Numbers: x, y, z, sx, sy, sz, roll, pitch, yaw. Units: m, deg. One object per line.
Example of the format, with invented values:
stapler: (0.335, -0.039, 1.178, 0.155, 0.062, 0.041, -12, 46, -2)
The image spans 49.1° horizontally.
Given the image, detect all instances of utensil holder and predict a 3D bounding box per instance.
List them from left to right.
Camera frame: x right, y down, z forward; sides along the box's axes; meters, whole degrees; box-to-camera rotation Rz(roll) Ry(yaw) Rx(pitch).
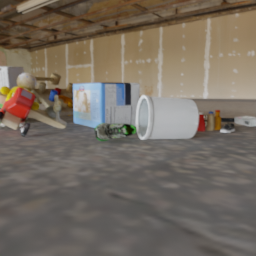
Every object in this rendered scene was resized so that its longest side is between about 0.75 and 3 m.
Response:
utensil holder: (0.969, -0.238, 7.118, 1.304, 1.109, 1.109, 2, 7, -14)

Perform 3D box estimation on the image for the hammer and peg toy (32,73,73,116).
hammer and peg toy: (-3.087, -1.356, 12.176, 2.046, 0.981, 2.781, -9, 40, -47)

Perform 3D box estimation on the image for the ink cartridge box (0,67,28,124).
ink cartridge box: (-5.638, -1.296, 10.966, 2.940, 2.129, 1.234, 1, 12, 9)

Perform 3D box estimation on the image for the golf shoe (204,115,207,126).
golf shoe: (2.581, -0.168, 9.697, 1.022, 0.395, 0.450, -10, 30, -32)

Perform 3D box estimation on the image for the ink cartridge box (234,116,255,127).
ink cartridge box: (4.650, -0.274, 10.337, 0.978, 0.245, 1.126, -7, 8, -5)

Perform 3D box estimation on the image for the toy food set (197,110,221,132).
toy food set: (2.243, -0.245, 8.919, 1.393, 0.627, 0.665, 2, 8, 14)

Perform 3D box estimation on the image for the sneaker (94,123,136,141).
sneaker: (-0.305, 0.049, 6.779, 1.131, 0.441, 0.482, -10, 0, -35)

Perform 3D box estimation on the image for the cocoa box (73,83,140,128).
cocoa box: (-0.836, -0.817, 9.802, 1.485, 1.509, 2.263, -5, 9, -34)

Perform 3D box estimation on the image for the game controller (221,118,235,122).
game controller: (3.892, -0.348, 11.365, 0.946, 0.199, 0.493, 2, 8, 9)

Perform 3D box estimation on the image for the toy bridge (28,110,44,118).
toy bridge: (-4.578, -0.607, 12.975, 0.673, 0.273, 2.003, 0, 9, 18)

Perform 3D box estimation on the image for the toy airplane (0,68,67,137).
toy airplane: (-3.287, -0.785, 8.369, 2.495, 1.768, 2.506, 20, -9, 18)

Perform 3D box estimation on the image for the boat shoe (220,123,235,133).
boat shoe: (3.026, -0.013, 8.466, 0.299, 0.283, 0.854, 7, 9, 41)
